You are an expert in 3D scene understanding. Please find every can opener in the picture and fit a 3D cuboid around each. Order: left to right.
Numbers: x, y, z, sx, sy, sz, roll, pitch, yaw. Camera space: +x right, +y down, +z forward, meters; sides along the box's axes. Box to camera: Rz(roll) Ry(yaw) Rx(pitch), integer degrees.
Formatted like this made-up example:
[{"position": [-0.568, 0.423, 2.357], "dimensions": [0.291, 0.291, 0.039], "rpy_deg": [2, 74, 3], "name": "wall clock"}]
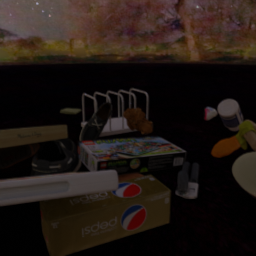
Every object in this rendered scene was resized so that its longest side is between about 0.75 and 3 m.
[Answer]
[{"position": [1.430, 1.108, 6.574], "dimensions": [0.454, 0.569, 1.701], "rpy_deg": [5, 18, 16], "name": "can opener"}]

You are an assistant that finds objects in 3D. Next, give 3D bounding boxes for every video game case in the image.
[{"position": [-1.731, 0.914, 4.252], "dimensions": [2.416, 0.304, 2.655], "rpy_deg": [-2, -9, -24], "name": "video game case"}]

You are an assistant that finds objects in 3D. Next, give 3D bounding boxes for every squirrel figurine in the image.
[{"position": [0.294, -0.173, 8.066], "dimensions": [0.648, 0.915, 0.854], "rpy_deg": [-46, 41, 1], "name": "squirrel figurine"}]

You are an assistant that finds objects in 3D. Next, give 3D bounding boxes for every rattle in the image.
[{"position": [3.784, 0.678, 8.488], "dimensions": [2.036, 1.455, 1.326], "rpy_deg": [14, 26, -44], "name": "rattle"}]

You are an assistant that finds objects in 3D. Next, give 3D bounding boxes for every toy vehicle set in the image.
[{"position": [-2.846, 0.222, 6.420], "dimensions": [1.630, 0.348, 2.624], "rpy_deg": [-4, 2, 25], "name": "toy vehicle set"}]

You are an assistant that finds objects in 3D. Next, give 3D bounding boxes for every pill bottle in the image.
[{"position": [3.733, -0.407, 10.125], "dimensions": [0.710, 0.710, 1.278], "rpy_deg": [14, -21, 39], "name": "pill bottle"}]

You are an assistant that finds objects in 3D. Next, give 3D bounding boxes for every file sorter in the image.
[{"position": [-0.530, -0.674, 10.949], "dimensions": [2.290, 1.426, 1.589], "rpy_deg": [-9, 19, -26], "name": "file sorter"}]

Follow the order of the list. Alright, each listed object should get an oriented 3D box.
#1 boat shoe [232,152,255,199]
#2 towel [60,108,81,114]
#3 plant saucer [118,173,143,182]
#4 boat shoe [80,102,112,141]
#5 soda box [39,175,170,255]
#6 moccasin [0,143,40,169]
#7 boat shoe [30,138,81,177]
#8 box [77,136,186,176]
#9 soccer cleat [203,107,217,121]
[{"position": [3.262, 1.290, 5.510], "dimensions": [0.882, 1.003, 2.818], "rpy_deg": [39, -5, -27], "name": "boat shoe"}, {"position": [-2.773, -0.813, 13.535], "dimensions": [0.885, 0.161, 0.657], "rpy_deg": [5, 17, 15], "name": "towel"}, {"position": [-0.097, 1.344, 6.402], "dimensions": [1.438, 0.232, 1.438], "rpy_deg": [0, 16, 0], "name": "plant saucer"}, {"position": [-1.063, -0.141, 9.323], "dimensions": [0.617, 0.581, 1.718], "rpy_deg": [33, 63, -3], "name": "boat shoe"}, {"position": [-0.373, 1.505, 5.027], "dimensions": [2.235, 0.716, 0.757], "rpy_deg": [-8, 18, -25], "name": "soda box"}, {"position": [-2.811, 0.624, 6.855], "dimensions": [1.395, 0.510, 0.539], "rpy_deg": [-24, 3, 16], "name": "moccasin"}, {"position": [-1.806, 0.730, 7.181], "dimensions": [1.046, 0.985, 2.913], "rpy_deg": [-2, 16, -2], "name": "boat shoe"}, {"position": [0.083, 0.692, 7.382], "dimensions": [2.550, 0.443, 1.404], "rpy_deg": [-3, 18, -29], "name": "box"}, {"position": [3.677, -0.653, 12.466], "dimensions": [0.599, 0.484, 1.386], "rpy_deg": [5, 17, 14], "name": "soccer cleat"}]
